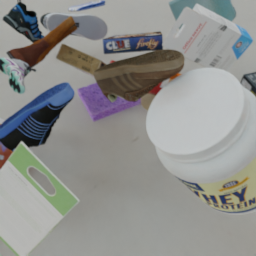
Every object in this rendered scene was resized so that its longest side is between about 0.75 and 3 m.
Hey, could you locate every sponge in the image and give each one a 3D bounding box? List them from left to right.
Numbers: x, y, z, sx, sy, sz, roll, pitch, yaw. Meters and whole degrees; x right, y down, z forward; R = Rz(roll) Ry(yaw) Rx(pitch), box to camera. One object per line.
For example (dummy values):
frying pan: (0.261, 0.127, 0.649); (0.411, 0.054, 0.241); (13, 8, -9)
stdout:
sponge: (-0.384, -1.317, 10.701); (2.792, 0.416, 1.558); (-22, 53, -18)

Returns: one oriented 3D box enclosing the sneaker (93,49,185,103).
sneaker: (0.257, -1.007, 5.828); (2.325, 0.878, 0.819); (4, 36, 47)

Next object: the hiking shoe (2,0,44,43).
hiking shoe: (-3.347, -3.539, 9.741); (0.776, 2.085, 0.904); (39, 94, 10)

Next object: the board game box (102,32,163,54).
board game box: (0.217, -2.583, 8.386); (1.591, 0.406, 2.348); (-3, 20, 6)

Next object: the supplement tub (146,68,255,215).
supplement tub: (1.802, 0.377, 5.637); (2.058, 2.838, 2.058); (-21, 48, 26)

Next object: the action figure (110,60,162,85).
action figure: (0.223, -1.591, 8.618); (1.844, 0.477, 0.603); (26, 64, -29)

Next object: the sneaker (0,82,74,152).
sneaker: (-1.699, -0.127, 5.465); (1.986, 0.774, 0.697); (-28, 28, 22)

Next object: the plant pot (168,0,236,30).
plant pot: (2.203, -3.291, 7.984); (1.482, 1.455, 1.451); (-20, 20, 27)

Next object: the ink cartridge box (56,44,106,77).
ink cartridge box: (-1.404, -2.085, 9.080); (1.446, 1.191, 0.543); (25, 94, 11)

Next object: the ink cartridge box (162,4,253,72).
ink cartridge box: (1.736, -2.046, 6.357); (1.768, 1.024, 0.590); (19, 42, -18)

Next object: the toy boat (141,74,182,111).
toy boat: (1.145, -0.856, 7.343); (1.185, 1.187, 1.815); (24, 8, 25)

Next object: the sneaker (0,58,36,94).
sneaker: (-2.246, -1.149, 5.991); (0.676, 0.375, 0.966); (-17, 66, -47)

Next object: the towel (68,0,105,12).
towel: (-1.171, -3.382, 7.786); (0.825, 0.134, 1.123); (-22, 29, -17)

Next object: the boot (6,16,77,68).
boot: (-2.236, -2.334, 7.726); (1.966, 1.851, 0.673); (-35, 96, 4)

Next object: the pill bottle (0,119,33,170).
pill bottle: (-4.240, 1.214, 7.635); (1.664, 1.664, 2.967); (28, 55, 23)

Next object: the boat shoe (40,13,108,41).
boat shoe: (-1.898, -3.725, 10.065); (2.525, 0.867, 0.715); (-7, 30, -40)

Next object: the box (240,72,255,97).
box: (5.886, -1.089, 10.275); (2.274, 0.736, 2.884); (-14, 50, -11)

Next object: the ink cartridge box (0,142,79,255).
ink cartridge box: (-1.938, 1.390, 5.386); (1.512, 2.078, 0.498); (44, 20, 3)

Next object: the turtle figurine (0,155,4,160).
turtle figurine: (-3.284, -0.017, 5.190); (1.993, 1.435, 1.933); (-41, 53, 23)
